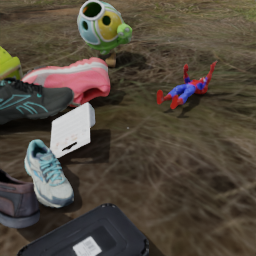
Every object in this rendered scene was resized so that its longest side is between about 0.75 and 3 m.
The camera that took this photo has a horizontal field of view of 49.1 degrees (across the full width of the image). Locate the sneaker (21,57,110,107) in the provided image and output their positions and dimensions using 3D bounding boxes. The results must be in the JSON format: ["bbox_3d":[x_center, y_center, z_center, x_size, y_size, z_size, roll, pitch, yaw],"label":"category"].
[{"bbox_3d":[-1.878,-1.145,8.214,2.889,1.065,1.253,-17,67,-7],"label":"sneaker"}]

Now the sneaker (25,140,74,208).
[{"bbox_3d":[-1.556,0.828,5.322,0.623,0.693,1.605,-16,43,-38],"label":"sneaker"}]

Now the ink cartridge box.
[{"bbox_3d":[-1.277,0.134,6.509,1.093,0.340,1.359,-26,43,13],"label":"ink cartridge box"}]

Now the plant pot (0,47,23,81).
[{"bbox_3d":[-3.944,-1.501,8.320,1.265,1.387,1.394,24,47,15],"label":"plant pot"}]

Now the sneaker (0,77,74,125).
[{"bbox_3d":[-2.688,-0.753,7.113,2.609,1.034,0.984,-14,30,-12],"label":"sneaker"}]

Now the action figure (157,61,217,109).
[{"bbox_3d":[1.849,-1.432,8.389,0.782,1.186,2.397,26,31,30],"label":"action figure"}]

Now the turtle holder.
[{"bbox_3d":[-0.985,-3.884,10.883,1.758,1.643,2.313,-30,65,5],"label":"turtle holder"}]

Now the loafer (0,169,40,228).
[{"bbox_3d":[-2.260,0.920,4.767,2.189,0.689,0.787,17,14,33],"label":"loafer"}]

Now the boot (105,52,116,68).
[{"bbox_3d":[-0.706,-2.794,11.366,0.413,0.403,1.094,2,35,-2],"label":"boot"}]

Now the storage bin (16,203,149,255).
[{"bbox_3d":[-0.572,1.869,3.809,1.544,0.724,1.044,-23,39,-30],"label":"storage bin"}]
